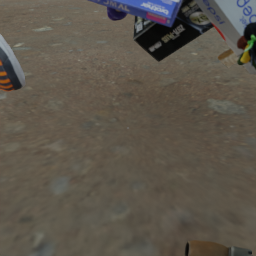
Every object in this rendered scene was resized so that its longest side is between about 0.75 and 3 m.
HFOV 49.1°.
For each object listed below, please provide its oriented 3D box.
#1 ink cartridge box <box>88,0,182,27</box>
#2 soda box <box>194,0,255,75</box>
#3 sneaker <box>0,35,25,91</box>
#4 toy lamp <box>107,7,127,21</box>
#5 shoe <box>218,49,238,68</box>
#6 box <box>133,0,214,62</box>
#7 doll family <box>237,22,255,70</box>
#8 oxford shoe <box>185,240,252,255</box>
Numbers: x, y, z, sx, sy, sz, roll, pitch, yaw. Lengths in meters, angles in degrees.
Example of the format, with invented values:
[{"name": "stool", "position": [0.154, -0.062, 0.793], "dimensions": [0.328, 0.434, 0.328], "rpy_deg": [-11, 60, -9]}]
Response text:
[{"name": "ink cartridge box", "position": [0.308, -2.999, 5.461], "dimensions": [1.772, 0.623, 2.970], "rpy_deg": [19, 54, 4]}, {"name": "soda box", "position": [1.914, -1.850, 4.752], "dimensions": [0.647, 2.041, 0.697], "rpy_deg": [-43, 14, 5]}, {"name": "sneaker", "position": [-3.107, -1.052, 4.671], "dimensions": [2.964, 1.150, 1.661], "rpy_deg": [28, 54, 31]}, {"name": "toy lamp", "position": [-0.146, -3.706, 8.199], "dimensions": [0.699, 0.699, 2.402], "rpy_deg": [-9, 7, -14]}, {"name": "shoe", "position": [2.854, -1.873, 6.994], "dimensions": [0.563, 0.429, 1.609], "rpy_deg": [-30, 6, -11]}, {"name": "box", "position": [1.433, -3.846, 8.488], "dimensions": [2.322, 1.221, 2.835], "rpy_deg": [-27, 46, 37]}, {"name": "doll family", "position": [1.878, -1.062, 3.202], "dimensions": [0.983, 1.700, 0.667], "rpy_deg": [46, 54, -5]}, {"name": "oxford shoe", "position": [0.644, 2.279, 2.994], "dimensions": [1.146, 0.986, 2.714], "rpy_deg": [10, 20, 21]}]
